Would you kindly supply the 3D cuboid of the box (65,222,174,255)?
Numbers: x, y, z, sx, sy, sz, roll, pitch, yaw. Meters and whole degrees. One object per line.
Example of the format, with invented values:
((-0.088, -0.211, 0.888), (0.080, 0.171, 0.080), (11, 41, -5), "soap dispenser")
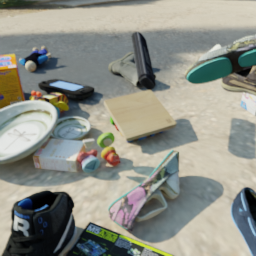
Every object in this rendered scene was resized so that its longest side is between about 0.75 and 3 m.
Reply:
((-0.359, 2.872, 5.129), (2.001, 0.475, 1.932), (13, 33, 21), "box")

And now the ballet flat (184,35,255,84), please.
((2.481, -1.711, 6.754), (2.326, 0.837, 0.837), (-16, 29, 17), "ballet flat")

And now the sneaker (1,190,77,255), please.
((-2.016, 2.262, 4.948), (1.084, 1.659, 2.966), (12, 34, 18), "sneaker")

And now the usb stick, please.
((0.478, -2.274, 9.245), (0.428, 0.728, 2.624), (-28, 44, 22), "usb stick")

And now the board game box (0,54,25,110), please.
((-5.222, -1.755, 11.194), (1.765, 1.764, 1.764), (-12, 34, -18), "board game box")

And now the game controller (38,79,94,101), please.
((-2.736, -1.769, 12.406), (2.460, 0.518, 1.283), (16, 36, 22), "game controller")

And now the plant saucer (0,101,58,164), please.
((-3.484, 0.239, 8.747), (2.853, 0.716, 2.853), (-9, 38, 7), "plant saucer")

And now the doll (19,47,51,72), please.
((-5.101, -3.852, 15.536), (1.803, 0.640, 2.643), (-7, 33, 5), "doll")

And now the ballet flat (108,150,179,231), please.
((0.672, 1.571, 6.946), (0.942, 0.915, 2.647), (40, 52, 20), "ballet flat")

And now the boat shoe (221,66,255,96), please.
((3.573, -1.369, 7.727), (2.148, 0.787, 0.800), (10, 53, 36), "boat shoe")

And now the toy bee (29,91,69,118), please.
((-2.955, -0.805, 10.144), (1.599, 1.328, 2.443), (1, 32, 0), "toy bee")

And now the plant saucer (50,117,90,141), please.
((-1.995, 0.118, 9.562), (1.446, 0.363, 1.446), (-1, 33, 0), "plant saucer")

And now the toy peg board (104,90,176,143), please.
((0.348, -0.239, 9.865), (1.894, 0.927, 1.887), (-16, 51, -21), "toy peg board")

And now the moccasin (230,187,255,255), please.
((2.887, 2.277, 5.654), (1.043, 0.884, 2.592), (-11, 34, -17), "moccasin")

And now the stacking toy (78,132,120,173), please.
((-0.761, 0.757, 7.937), (1.227, 1.110, 0.518), (-17, 48, -27), "stacking toy")

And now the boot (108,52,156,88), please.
((0.480, -2.939, 13.907), (2.248, 0.897, 2.472), (-36, 38, -23), "boot")

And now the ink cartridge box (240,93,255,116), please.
((4.955, -1.247, 10.901), (0.521, 1.232, 0.890), (-11, 34, -17), "ink cartridge box")

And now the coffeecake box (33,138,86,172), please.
((-2.023, 0.795, 8.391), (1.269, 0.464, 0.974), (5, 33, 8), "coffeecake box")
